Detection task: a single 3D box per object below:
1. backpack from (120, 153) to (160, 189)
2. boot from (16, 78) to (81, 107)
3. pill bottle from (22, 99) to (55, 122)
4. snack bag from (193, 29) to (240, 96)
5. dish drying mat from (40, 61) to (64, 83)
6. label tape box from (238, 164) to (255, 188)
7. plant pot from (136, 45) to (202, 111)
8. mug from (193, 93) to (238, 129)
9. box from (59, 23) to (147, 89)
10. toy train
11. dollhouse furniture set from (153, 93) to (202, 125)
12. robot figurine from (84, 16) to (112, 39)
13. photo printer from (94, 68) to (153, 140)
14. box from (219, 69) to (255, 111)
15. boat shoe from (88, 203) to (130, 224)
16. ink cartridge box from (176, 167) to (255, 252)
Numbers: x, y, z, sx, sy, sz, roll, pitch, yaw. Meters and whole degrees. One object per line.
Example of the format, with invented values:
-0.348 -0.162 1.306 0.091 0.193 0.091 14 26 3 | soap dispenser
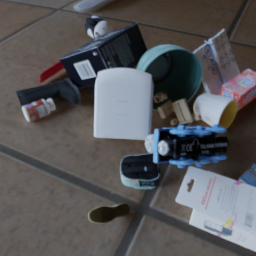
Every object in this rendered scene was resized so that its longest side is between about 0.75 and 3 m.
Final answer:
0.347 1.368 8.766 1.205 0.907 1.070 1 46 -2 | backpack
-3.267 -1.240 11.535 2.265 0.743 1.867 -18 37 -23 | boot
-3.531 -0.741 11.121 1.167 0.655 0.655 -26 50 -25 | pill bottle
3.835 -2.615 11.945 2.638 2.487 0.282 -37 21 -32 | snack bag
-3.336 -2.789 13.030 0.177 0.747 1.944 44 56 2 | dish drying mat
4.050 1.636 8.940 0.924 0.306 0.662 -29 52 -31 | label tape box
1.395 -2.222 11.383 2.636 2.636 1.766 -13 38 -13 | plant pot
3.331 -0.643 10.859 1.326 1.615 1.293 31 86 38 | mug
-0.998 -3.072 12.138 2.616 1.562 2.660 1 35 46 | box
1.801 0.499 8.553 2.838 1.230 1.621 -2 4 -35 | toy train
1.970 -0.903 10.628 1.585 1.352 0.774 -12 18 43 | dollhouse furniture set
-1.663 -5.425 15.366 1.376 1.143 1.832 -16 41 -35 | robot figurine
-0.161 -0.855 9.971 2.072 2.490 0.865 4 10 1 | photo printer
4.759 -1.580 11.754 1.896 0.973 0.898 -31 52 -28 | box
-0.569 2.401 7.854 1.261 0.410 0.455 -4 72 -33 | boat shoe
2.700 2.224 7.926 2.540 0.855 1.488 19 47 18 | ink cartridge box
